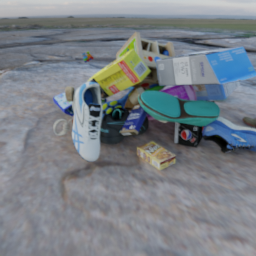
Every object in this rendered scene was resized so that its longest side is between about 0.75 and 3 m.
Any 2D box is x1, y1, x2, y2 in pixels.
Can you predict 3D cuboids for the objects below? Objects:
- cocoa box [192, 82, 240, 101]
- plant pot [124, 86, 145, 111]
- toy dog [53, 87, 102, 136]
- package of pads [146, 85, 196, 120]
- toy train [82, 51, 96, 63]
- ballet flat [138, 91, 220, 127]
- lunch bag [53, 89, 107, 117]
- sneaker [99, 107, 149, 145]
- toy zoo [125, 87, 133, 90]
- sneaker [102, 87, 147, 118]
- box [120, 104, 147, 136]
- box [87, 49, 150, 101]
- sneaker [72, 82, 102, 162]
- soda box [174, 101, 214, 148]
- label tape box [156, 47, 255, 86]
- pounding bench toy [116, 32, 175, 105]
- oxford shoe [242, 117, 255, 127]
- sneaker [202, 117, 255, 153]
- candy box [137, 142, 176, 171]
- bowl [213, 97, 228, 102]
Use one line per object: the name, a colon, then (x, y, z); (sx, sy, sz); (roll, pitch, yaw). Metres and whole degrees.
cocoa box: (3.149, -2.009, 11.458); (2.135, 1.424, 1.401); (3, 33, 49)
plant pot: (0.355, -1.113, 10.834); (0.864, 0.927, 0.864); (12, -6, 1)
toy dog: (-1.707, -0.571, 10.439); (1.501, 2.276, 1.096); (17, 0, 10)
package of pads: (1.537, -1.009, 11.264); (1.598, 1.004, 2.653); (-22, 1, -7)
toy train: (-1.942, -3.657, 14.133); (0.812, 0.470, 0.344); (-39, 22, -29)
ballet flat: (1.567, -0.486, 9.129); (2.842, 1.000, 0.957); (7, 59, -15)
lunch bag: (-2.147, -1.029, 12.307); (1.930, 1.230, 1.641); (-3, 24, -31)
sneaker: (-0.045, -0.232, 10.670); (1.055, 1.109, 2.798); (16, 24, 31)
toy zoo: (-0.643, -2.648, 16.780); (2.823, 0.289, 1.852); (-13, 28, -25)
sneaker: (-0.213, -0.891, 11.704); (2.401, 0.995, 0.851); (-34, 76, -12)
box: (0.292, -0.373, 9.332); (0.822, 0.220, 1.357); (-7, 49, 56)
box: (-0.445, -1.770, 9.880); (2.634, 0.991, 0.660); (-15, 30, 52)
sneaker: (-1.268, -0.226, 9.127); (0.950, 2.644, 0.958); (2, -11, -33)
soda box: (2.656, -0.278, 10.991); (0.869, 0.971, 2.745); (10, 26, 25)
label tape box: (2.657, -1.970, 8.843); (2.091, 0.965, 2.919); (-20, 17, -36)
pounding bench toy: (0.860, -2.015, 10.894); (1.962, 2.515, 1.563); (5, -22, -30)
oxford shoe: (5.390, -0.285, 11.561); (0.481, 0.511, 1.366); (-20, 32, -35)
sneaker: (3.697, 0.505, 9.632); (2.440, 0.958, 1.088); (20, 64, 13)
candy box: (0.913, 0.901, 9.274); (0.687, 0.329, 1.190); (-18, 31, -31)
bowl: (4.697, -1.760, 14.531); (1.197, 0.626, 1.197); (0, 26, 0)
